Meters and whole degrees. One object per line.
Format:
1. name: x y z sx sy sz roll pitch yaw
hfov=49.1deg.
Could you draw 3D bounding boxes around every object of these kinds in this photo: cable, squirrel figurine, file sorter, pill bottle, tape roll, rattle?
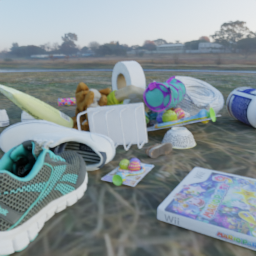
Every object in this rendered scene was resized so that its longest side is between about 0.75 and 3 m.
1. cable: 2.709 -1.282 11.475 2.387 0.826 2.387 -15 43 -39
2. squirrel figurine: -1.311 -0.477 9.750 1.218 1.722 1.607 15 39 -34
3. file sorter: -0.411 0.021 7.687 1.657 1.150 1.032 -5 11 13
4. pill bottle: 4.875 -0.729 10.572 1.380 1.380 2.384 -2 16 -8
5. tape roll: -0.011 -1.688 10.874 0.610 1.744 1.744 -10 18 -27
6. rattle: 0.438 -0.273 10.349 2.725 1.774 1.946 41 16 -54

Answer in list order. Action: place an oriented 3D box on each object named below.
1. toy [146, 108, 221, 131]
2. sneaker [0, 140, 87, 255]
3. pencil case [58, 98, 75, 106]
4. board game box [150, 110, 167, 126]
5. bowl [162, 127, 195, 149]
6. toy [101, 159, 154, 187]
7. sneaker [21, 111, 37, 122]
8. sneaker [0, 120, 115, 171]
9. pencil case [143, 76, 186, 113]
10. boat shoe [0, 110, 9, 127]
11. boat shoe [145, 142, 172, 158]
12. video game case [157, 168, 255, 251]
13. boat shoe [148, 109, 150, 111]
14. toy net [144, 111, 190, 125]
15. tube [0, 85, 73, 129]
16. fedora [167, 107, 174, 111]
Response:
1. toy: 1.621 -0.350 9.405 2.553 0.603 1.470 -6 4 34
2. sneaker: -1.500 0.794 4.852 1.144 1.345 2.949 7 16 11
3. pencil case: -3.289 -1.390 15.003 0.951 0.420 0.420 -5 16 -19
4. board game box: 1.254 -0.670 11.104 0.305 0.990 0.990 12 19 35
5. bowl: 1.557 0.251 8.625 1.039 0.487 1.039 -1 15 0
6. toy: 0.029 0.917 6.436 0.779 0.319 1.352 7 16 22
7. sneaker: -3.611 -0.488 11.370 1.416 0.501 0.517 -4 15 -15
8. sneaker: -1.823 0.410 6.768 2.963 1.082 1.049 3 7 7
9. pencil case: 1.296 -1.165 9.426 0.923 1.002 2.169 -13 7 26
10. boat shoe: -5.602 -0.533 11.111 2.196 0.718 0.808 6 16 21
11. boat shoe: 0.850 0.571 7.724 0.913 0.346 0.328 -9 16 -37
12. video game case: 2.230 1.389 4.767 2.887 0.260 2.067 8 17 30
13. boat shoe: 0.301 -0.697 11.938 0.512 0.569 1.581 21 -20 -32
14. toy net: 1.125 -0.249 10.396 2.443 0.472 1.281 4 -25 -15
15. tube: -2.808 -0.560 8.604 0.778 0.696 2.681 -20 -32 21
16. fedora: 1.503 -0.996 12.594 2.108 0.860 2.108 -2 15 1
